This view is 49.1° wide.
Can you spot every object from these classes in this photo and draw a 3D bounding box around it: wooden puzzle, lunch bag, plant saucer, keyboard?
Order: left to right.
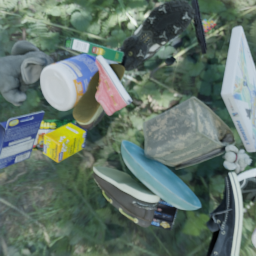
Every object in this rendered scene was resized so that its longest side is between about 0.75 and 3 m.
[{"bbox_3d":[0.797,1.314,7.600,2.687,2.687,0.368,41,96,15],"label":"plant saucer"},{"bbox_3d":[1.947,0.387,8.717,1.986,2.421,1.423,-27,52,37],"label":"lunch bag"},{"bbox_3d":[2.477,-3.471,9.679,0.206,2.001,1.271,-4,43,27],"label":"keyboard"},{"bbox_3d":[3.808,-5.006,13.748,1.001,0.070,0.594,-40,73,-15],"label":"wooden puzzle"}]

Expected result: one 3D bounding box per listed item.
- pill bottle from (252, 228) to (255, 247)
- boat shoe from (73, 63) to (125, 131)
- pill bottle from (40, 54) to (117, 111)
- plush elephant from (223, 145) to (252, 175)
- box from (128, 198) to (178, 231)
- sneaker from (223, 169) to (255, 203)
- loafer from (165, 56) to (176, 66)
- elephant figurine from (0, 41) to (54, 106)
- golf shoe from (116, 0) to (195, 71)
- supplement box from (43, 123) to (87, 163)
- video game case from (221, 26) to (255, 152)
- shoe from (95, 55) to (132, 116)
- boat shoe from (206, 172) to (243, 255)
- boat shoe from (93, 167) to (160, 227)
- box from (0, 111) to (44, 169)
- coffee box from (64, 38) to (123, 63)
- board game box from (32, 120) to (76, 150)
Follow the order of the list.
[{"bbox_3d":[3.869,2.811,7.668,0.663,0.663,1.272,48,35,17],"label":"pill bottle"},{"bbox_3d":[-0.863,-0.980,8.700,0.885,0.814,2.477,22,60,13],"label":"boat shoe"},{"bbox_3d":[-1.491,-1.705,9.500,1.481,1.481,2.644,39,43,15],"label":"pill bottle"},{"bbox_3d":[2.964,0.876,7.834,0.677,0.874,0.720,20,79,7],"label":"plush elephant"},{"bbox_3d":[0.775,2.291,8.079,1.266,0.315,1.256,10,24,17],"label":"box"},{"bbox_3d":[4.053,1.744,7.648,2.705,1.086,1.168,-12,54,4],"label":"sneaker"},{"bbox_3d":[1.484,-2.331,10.047,0.310,0.308,0.851,41,32,8],"label":"loafer"},{"bbox_3d":[-3.291,-2.032,9.357,2.440,1.893,1.726,-39,93,-5],"label":"elephant figurine"},{"bbox_3d":[0.815,-3.083,9.356,2.958,1.398,1.150,-34,95,11],"label":"golf shoe"},{"bbox_3d":[-1.768,0.388,7.895,0.611,0.607,1.115,26,32,23],"label":"supplement box"},{"bbox_3d":[3.625,-1.191,8.721,0.324,2.683,2.943,-6,48,36],"label":"video game case"},{"bbox_3d":[-0.638,-1.167,7.626,0.779,0.612,1.712,-34,70,5],"label":"shoe"},{"bbox_3d":[2.281,2.257,6.712,0.751,0.900,2.413,6,94,15],"label":"boat shoe"},{"bbox_3d":[-0.254,1.788,7.877,1.049,2.942,0.886,9,93,-32],"label":"boat shoe"},{"bbox_3d":[-3.199,0.300,8.110,0.320,1.975,1.196,43,34,19],"label":"box"},{"bbox_3d":[-1.026,-2.310,8.337,1.585,0.975,0.349,9,104,-26],"label":"coffee box"},{"bbox_3d":[-3.393,0.285,11.406,2.458,0.288,1.288,-1,65,0],"label":"board game box"}]
